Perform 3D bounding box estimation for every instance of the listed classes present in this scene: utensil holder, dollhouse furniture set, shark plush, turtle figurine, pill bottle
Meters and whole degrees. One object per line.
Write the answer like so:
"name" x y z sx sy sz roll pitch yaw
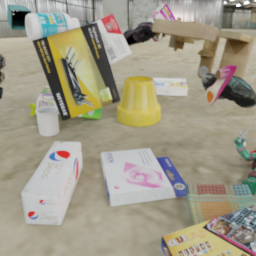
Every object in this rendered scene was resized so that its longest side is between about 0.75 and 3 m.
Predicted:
"utensil holder" -2.996 -0.249 10.486 0.788 0.928 0.788 -1 24 0
"dollhouse furniture set" 2.586 -2.564 10.445 2.773 2.260 2.637 -8 25 -44
"shark plush" -0.886 -3.587 11.535 2.119 0.882 0.963 46 -1 18
"turtle figurine" 3.793 0.896 7.535 1.764 1.186 2.357 -4 35 31
"pill bottle" -2.546 -3.414 9.572 1.703 0.943 0.943 -16 28 -31

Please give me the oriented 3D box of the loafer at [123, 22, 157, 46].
"loafer" 0.405 -3.823 11.836 2.265 0.814 0.713 10 65 58

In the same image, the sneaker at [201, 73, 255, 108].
"sneaker" 2.601 -1.049 7.258 1.635 0.617 0.648 22 52 -15

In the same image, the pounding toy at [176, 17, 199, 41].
"pounding toy" 2.392 -4.084 11.623 1.100 0.573 1.252 -15 48 -30

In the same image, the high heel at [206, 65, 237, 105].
"high heel" 2.218 -1.008 6.683 0.521 1.087 0.366 -17 46 -20

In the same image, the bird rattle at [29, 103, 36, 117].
"bird rattle" -3.706 -0.820 12.136 1.135 0.639 0.925 2 22 -11

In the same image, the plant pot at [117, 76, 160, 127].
"plant pot" 0.434 -1.179 11.623 1.859 1.749 1.859 -1 23 0

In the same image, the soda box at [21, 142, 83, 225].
"soda box" -1.785 1.257 7.065 0.801 0.857 2.516 1 23 2

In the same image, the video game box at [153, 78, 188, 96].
"video game box" 2.135 -2.350 15.864 2.339 0.548 2.131 3 21 8

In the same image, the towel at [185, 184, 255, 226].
"towel" 2.051 1.943 5.718 1.506 0.223 2.054 0 37 0

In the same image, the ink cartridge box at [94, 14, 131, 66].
"ink cartridge box" -1.128 -2.660 9.472 2.004 1.446 0.839 -29 11 -7

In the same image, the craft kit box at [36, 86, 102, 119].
"craft kit box" -2.563 -1.180 12.487 2.627 0.637 2.595 6 23 -12

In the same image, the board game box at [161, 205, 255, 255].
"board game box" 1.920 2.243 4.787 2.288 0.396 1.550 -12 37 -15

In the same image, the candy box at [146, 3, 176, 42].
"candy box" 1.358 -4.474 11.927 0.409 0.915 1.342 16 65 52

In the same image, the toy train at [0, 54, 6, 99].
"toy train" -4.494 -1.778 9.816 0.280 1.640 0.376 -1 -9 12

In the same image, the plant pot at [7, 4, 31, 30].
"plant pot" -4.020 -4.083 10.143 0.693 0.693 0.981 -13 46 -34

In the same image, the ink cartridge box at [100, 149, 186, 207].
"ink cartridge box" 0.405 1.218 7.694 2.147 0.465 2.108 -6 23 -10

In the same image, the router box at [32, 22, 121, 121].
"router box" -1.546 -1.719 8.688 1.974 2.511 0.656 -21 18 -11
